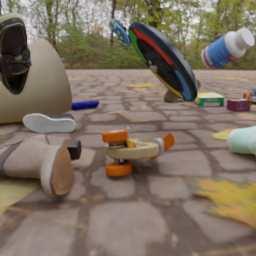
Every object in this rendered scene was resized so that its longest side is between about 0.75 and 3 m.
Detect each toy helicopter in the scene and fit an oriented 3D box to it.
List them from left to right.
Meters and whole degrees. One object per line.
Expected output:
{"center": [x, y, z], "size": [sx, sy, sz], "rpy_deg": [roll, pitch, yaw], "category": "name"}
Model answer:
{"center": [0.184, 0.367, 5.658], "size": [1.298, 0.774, 1.963], "rpy_deg": [-6, 3, -2], "category": "toy helicopter"}

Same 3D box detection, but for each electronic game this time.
{"center": [0.940, -1.788, 7.833], "size": [0.567, 2.726, 2.726], "rpy_deg": [-41, 18, 1], "category": "electronic game"}

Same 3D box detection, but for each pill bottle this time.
{"center": [3.542, -2.809, 10.012], "size": [0.946, 0.946, 1.685], "rpy_deg": [-11, -10, -36], "category": "pill bottle"}
{"center": [5.884, -1.420, 12.629], "size": [1.335, 0.709, 0.709], "rpy_deg": [-2, 14, -5], "category": "pill bottle"}

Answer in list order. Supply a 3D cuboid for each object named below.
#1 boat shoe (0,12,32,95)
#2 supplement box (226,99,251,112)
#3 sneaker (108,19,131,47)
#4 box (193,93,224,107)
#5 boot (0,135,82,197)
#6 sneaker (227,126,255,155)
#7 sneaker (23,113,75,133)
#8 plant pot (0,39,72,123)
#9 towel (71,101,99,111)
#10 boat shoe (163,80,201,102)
{"center": [-1.927, -1.182, 4.799], "size": [0.652, 0.578, 1.782], "rpy_deg": [-31, -9, -27], "category": "boat shoe"}
{"center": [4.439, -0.920, 11.238], "size": [0.805, 0.415, 0.527], "rpy_deg": [-6, 16, -24], "category": "supplement box"}
{"center": [-0.157, -2.373, 6.895], "size": [0.379, 0.324, 0.914], "rpy_deg": [-10, 56, -34], "category": "sneaker"}
{"center": [3.601, -1.341, 12.869], "size": [1.094, 0.451, 1.865], "rpy_deg": [-1, 16, 3], "category": "box"}
{"center": [-1.673, 0.638, 4.796], "size": [1.505, 0.723, 2.058], "rpy_deg": [-6, 13, 3], "category": "boot"}
{"center": [3.314, 0.229, 6.002], "size": [2.017, 0.742, 1.189], "rpy_deg": [-15, 13, -17], "category": "sneaker"}
{"center": [-2.239, -0.166, 8.170], "size": [1.481, 0.524, 0.734], "rpy_deg": [5, 12, -4], "category": "sneaker"}
{"center": [-3.687, -1.227, 9.055], "size": [2.789, 2.612, 2.612], "rpy_deg": [-26, 26, -28], "category": "plant pot"}
{"center": [-1.893, -0.927, 11.620], "size": [1.198, 0.297, 0.885], "rpy_deg": [-10, 10, -33], "category": "towel"}
{"center": [2.537, -1.779, 13.379], "size": [1.969, 0.709, 0.665], "rpy_deg": [-25, -5, -14], "category": "boat shoe"}
